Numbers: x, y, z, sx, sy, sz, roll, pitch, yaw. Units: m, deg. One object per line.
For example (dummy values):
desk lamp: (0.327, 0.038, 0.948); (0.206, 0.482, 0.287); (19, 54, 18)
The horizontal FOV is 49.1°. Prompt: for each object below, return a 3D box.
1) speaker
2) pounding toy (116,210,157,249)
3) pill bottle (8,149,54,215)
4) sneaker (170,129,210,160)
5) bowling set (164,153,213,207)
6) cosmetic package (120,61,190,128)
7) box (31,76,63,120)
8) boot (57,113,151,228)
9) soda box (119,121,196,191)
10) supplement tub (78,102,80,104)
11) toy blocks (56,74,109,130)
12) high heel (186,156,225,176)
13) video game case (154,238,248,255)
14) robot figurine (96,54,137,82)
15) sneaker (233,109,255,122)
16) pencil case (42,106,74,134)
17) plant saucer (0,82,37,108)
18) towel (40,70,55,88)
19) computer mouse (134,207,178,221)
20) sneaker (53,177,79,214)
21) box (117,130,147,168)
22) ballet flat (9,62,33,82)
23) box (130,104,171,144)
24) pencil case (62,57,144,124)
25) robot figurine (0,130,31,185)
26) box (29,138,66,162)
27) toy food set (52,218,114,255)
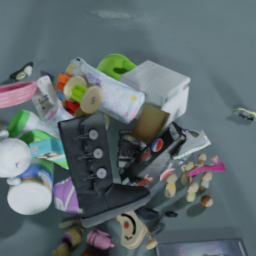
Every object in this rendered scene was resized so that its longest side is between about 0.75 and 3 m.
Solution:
speaker: (-2.512, 0.422, 8.824); (1.063, 2.404, 1.063); (-31, 39, 30)
pounding toy: (0.131, 2.968, 7.978); (0.795, 0.797, 1.390); (-38, 53, -6)
pill bottle: (-2.990, 1.545, 8.851); (1.214, 1.214, 2.166); (-8, 29, -9)
sneaker: (1.613, 0.403, 7.800); (1.184, 0.444, 0.684); (-26, 84, 12)
bowling set: (2.222, 1.719, 8.882); (1.971, 1.058, 1.372); (-35, 53, -29)
cosmetic package: (1.082, -1.376, 11.740); (2.209, 1.823, 1.821); (33, 52, 31)
box: (-2.835, -0.772, 9.907); (0.336, 1.847, 1.333); (-29, 11, -40)
boot: (-0.522, 0.851, 6.891); (2.057, 0.819, 2.495); (-12, 85, -39)
soda box: (0.873, 1.013, 8.648); (0.884, 2.497, 0.791); (33, 23, -31)
supplement tub: (-2.552, -0.628, 11.659); (0.828, 0.828, 1.181); (17, 44, 18)
toy blocks: (-1.918, -0.981, 9.714); (2.510, 2.092, 0.911); (30, 57, 32)
high heel: (2.125, 1.192, 7.686); (1.017, 0.488, 0.342); (-31, 1, 10)
video game case: (2.023, 3.806, 7.235); (2.487, 0.236, 1.776); (-2, 42, -3)
robot figurine: (-0.734, -2.275, 12.850); (2.505, 1.652, 2.856); (-16, 35, 31)
sneaker: (4.965, -0.539, 11.939); (0.980, 0.362, 0.397); (14, 47, 17)
pencil case: (-1.762, 0.043, 8.474); (0.744, 1.640, 0.682); (-42, 32, 9)
plant saucer: (-3.784, -1.019, 8.805); (1.862, 0.472, 1.862); (-10, 19, 4)
towel: (-3.396, -2.054, 11.790); (0.786, 0.565, 0.090); (26, 41, 23)
computer mouse: (0.818, 2.467, 7.869); (1.660, 0.283, 0.487); (18, -6, -36)
sneaker: (-1.744, 1.675, 9.170); (1.286, 0.818, 2.256); (4, 42, 9)
box: (0.612, 0.755, 10.393); (2.018, 0.495, 1.626); (1, 44, 1)
ballet flat: (-5.352, -2.824, 14.391); (0.520, 0.517, 1.521); (33, 61, 20)
box: (0.783, -0.096, 10.111); (1.101, 0.143, 1.347); (25, 88, 34)
pencil case: (-0.891, -1.339, 10.071); (2.964, 1.344, 1.232); (31, 27, 5)
robot figurine: (-3.254, 0.820, 7.591); (0.990, 1.487, 1.754); (-18, 3, -37)
box: (-1.887, 0.606, 7.352); (0.593, 1.442, 0.354); (-16, 75, 14)
toy food set: (-1.144, 3.509, 7.393); (1.711, 0.424, 2.692); (-10, 43, -11)
